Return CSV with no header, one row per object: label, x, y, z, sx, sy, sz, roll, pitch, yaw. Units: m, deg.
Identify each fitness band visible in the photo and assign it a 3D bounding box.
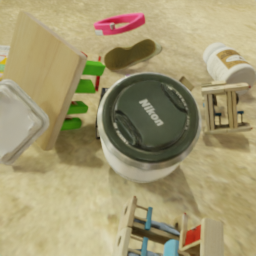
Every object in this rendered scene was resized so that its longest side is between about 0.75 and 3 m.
fitness band,-0.385,-4.207,11.268,1.700,0.443,2.367,-34,35,-27

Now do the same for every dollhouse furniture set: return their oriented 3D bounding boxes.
dollhouse furniture set,0.624,1.789,4.853,1.211,1.718,1.204,21,52,-9
dollhouse furniture set,2.869,-0.692,8.325,1.251,1.258,1.785,-5,14,16

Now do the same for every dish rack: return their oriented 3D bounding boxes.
dish rack,-3.106,-0.074,6.985,1.632,1.902,0.414,47,13,-5

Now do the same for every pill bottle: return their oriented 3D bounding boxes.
pill bottle,3.516,-2.168,10.002,1.201,1.201,2.101,-7,43,-8

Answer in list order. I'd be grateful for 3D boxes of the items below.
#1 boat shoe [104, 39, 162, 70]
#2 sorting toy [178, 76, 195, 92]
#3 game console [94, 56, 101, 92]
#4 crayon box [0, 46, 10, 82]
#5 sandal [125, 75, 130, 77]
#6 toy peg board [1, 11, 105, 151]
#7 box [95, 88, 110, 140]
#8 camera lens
boat shoe,0.128,-2.721,10.586,2.391,0.872,0.752,-12,-2,36
sorting toy,1.829,-1.326,9.334,0.561,0.753,0.101,45,51,7
game console,-0.957,-1.701,8.975,0.145,0.937,0.829,8,64,-8
crayon box,-4.806,-2.279,10.569,1.496,0.614,2.379,7,42,7
sandal,0.274,-1.838,10.379,0.875,0.215,0.356,19,45,20
toy peg board,-2.154,-1.315,7.956,2.763,2.775,1.357,41,27,28
box,0.266,-0.468,8.573,2.391,0.595,1.886,1,42,1
camera lens,0.380,0.122,6.123,1.967,2.459,1.967,0,71,-1
